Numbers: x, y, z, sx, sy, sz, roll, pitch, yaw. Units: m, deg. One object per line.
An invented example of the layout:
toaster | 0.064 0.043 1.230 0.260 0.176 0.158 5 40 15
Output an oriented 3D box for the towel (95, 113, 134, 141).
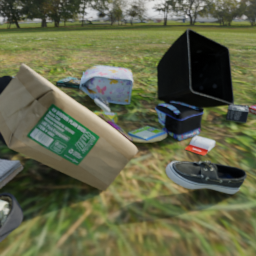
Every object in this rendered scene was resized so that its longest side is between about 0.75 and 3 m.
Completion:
towel | -0.491 0.000 9.295 0.161 1.418 1.019 -52 14 -14

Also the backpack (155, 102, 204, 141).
backpack | 1.786 -0.360 10.425 1.441 1.062 1.578 -17 30 -33

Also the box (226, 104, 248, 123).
box | 4.564 -0.626 11.718 0.811 0.511 0.825 11 26 18

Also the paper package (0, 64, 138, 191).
paper package | -1.680 0.000 7.312 2.958 1.530 2.820 38 -3 -40

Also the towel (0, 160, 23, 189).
towel | -4.323 1.362 7.498 2.083 0.352 2.181 6 24 13

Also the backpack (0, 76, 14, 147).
backpack | -3.526 -0.702 9.863 2.253 2.391 2.930 -5 15 24

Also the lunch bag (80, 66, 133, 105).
lunch bag | -1.080 -2.155 13.886 2.459 1.563 2.085 8 25 -7

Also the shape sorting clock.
shape sorting clock | 0.653 0.277 9.939 1.431 0.281 1.431 -2 20 1

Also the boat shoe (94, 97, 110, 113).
boat shoe | -1.078 -1.054 12.526 0.394 0.416 1.161 -35 45 -15

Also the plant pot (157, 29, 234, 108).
plant pot | 2.497 -2.038 11.362 2.503 2.497 2.220 10 -18 -35

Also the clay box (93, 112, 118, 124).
clay box | -1.086 -0.233 10.932 1.002 0.415 1.743 6 25 15

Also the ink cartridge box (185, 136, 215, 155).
ink cartridge box | 2.409 0.579 9.398 0.693 0.205 0.866 18 28 34

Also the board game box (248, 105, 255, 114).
board game box | 6.379 -0.499 11.765 1.247 0.236 2.422 -8 25 -19

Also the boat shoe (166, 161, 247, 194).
boat shoe | 1.949 1.100 6.891 2.159 0.611 0.741 14 34 -22

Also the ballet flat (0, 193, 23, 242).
ballet flat | -2.932 2.103 5.125 0.962 0.962 2.632 8 26 17

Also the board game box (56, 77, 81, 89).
board game box | -3.102 -2.640 16.467 1.862 0.262 1.259 10 26 23
